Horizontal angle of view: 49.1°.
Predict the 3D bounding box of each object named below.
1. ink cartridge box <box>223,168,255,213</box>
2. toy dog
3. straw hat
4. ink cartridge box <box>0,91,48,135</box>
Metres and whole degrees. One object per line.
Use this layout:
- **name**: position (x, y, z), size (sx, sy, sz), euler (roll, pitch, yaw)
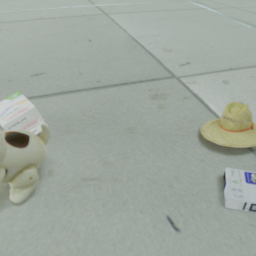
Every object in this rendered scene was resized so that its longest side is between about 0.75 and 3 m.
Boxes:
- **ink cartridge box**: position (4.169, 1.930, 8.168), size (2.596, 0.509, 1.291), euler (7, 36, 12)
- **toy dog**: position (-3.318, 0.726, 7.186), size (2.485, 2.563, 1.788), euler (-35, 67, 4)
- **straw hat**: position (4.021, -0.346, 10.360), size (2.664, 1.128, 2.664), euler (-2, 24, 1)
- **ink cartridge box**: position (-4.140, -0.418, 10.574), size (1.362, 0.783, 2.326), euler (-37, 43, -19)
